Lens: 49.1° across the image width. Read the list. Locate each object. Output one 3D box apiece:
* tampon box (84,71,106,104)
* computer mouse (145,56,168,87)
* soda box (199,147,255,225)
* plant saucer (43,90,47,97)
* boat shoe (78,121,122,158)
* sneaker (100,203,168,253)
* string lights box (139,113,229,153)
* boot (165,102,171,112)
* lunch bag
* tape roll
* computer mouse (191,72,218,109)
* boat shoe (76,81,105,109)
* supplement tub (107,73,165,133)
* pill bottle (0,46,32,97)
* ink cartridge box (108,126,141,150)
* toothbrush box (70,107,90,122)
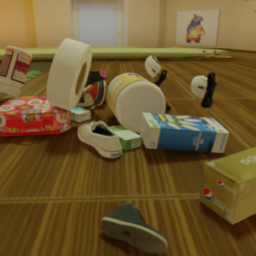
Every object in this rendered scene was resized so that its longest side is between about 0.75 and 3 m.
[{"bbox_3d":[-1.884,-1.921,13.359,1.662,1.245,1.049,0,-22,-1],"label":"tampon box"},{"bbox_3d":[1.014,-2.356,11.341,0.345,0.861,1.571,10,42,-39],"label":"computer mouse"},{"bbox_3d":[3.026,1.054,6.271,2.924,0.990,0.936,-12,23,-28],"label":"soda box"},{"bbox_3d":[-3.608,-1.891,14.001,1.658,0.310,1.658,-23,33,16],"label":"plant saucer"},{"bbox_3d":[-0.919,0.166,8.951,0.873,0.776,2.374,-15,25,-34],"label":"boat shoe"},{"bbox_3d":[0.197,1.747,5.122,1.317,0.492,0.699,11,25,29],"label":"sneaker"},{"bbox_3d":[1.656,0.139,8.670,2.427,0.716,1.247,4,23,-11],"label":"string lights box"},{"bbox_3d":[1.636,-1.028,12.807,0.929,0.322,0.809,8,23,28],"label":"boot"},{"bbox_3d":[-3.354,-0.410,10.108,2.532,1.037,2.230,-3,21,-8],"label":"lunch bag"},{"bbox_3d":[-1.967,-1.790,9.548,0.806,2.306,2.306,18,21,-2],"label":"tape roll"},{"bbox_3d":[2.615,-1.443,10.082,0.474,1.185,2.162,8,13,-3],"label":"computer mouse"},{"bbox_3d":[-1.598,-1.360,11.788,0.789,0.898,2.522,9,-13,-23],"label":"boat shoe"},{"bbox_3d":[0.189,-1.075,10.727,1.843,1.843,2.535,-5,22,-13],"label":"supplement tub"},{"bbox_3d":[-5.806,-2.829,14.191,1.300,2.277,1.300,16,-2,1],"label":"pill bottle"},{"bbox_3d":[-0.170,0.298,9.134,0.619,0.354,1.192,-11,25,-34],"label":"ink cartridge box"},{"bbox_3d":[-2.051,-0.560,11.481,0.860,0.367,0.629,16,26,37],"label":"toothbrush box"}]
